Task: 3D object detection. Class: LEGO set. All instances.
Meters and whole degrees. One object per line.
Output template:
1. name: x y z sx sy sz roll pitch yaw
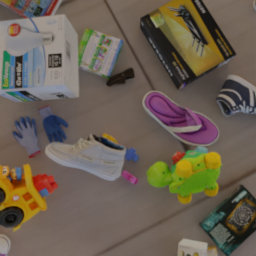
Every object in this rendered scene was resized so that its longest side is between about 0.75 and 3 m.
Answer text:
1. LEGO set: -0.464 0.748 8.658 2.333 0.957 0.890 34 83 4

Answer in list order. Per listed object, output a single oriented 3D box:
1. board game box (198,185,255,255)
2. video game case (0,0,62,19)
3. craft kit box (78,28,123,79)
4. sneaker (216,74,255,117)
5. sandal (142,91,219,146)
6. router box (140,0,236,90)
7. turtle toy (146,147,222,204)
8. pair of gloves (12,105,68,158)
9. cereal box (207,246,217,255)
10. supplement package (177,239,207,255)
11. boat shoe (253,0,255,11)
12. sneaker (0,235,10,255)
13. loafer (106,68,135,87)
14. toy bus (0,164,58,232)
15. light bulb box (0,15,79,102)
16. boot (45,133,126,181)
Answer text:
1. board game box: 3.307 2.865 8.726 1.872 0.264 1.266 -40 84 -5
2. video game case: -3.561 -4.851 9.248 2.773 0.242 1.983 29 83 -19
3. craft kit box: -1.020 -2.503 9.431 1.348 0.331 1.365 21 83 0
4. sneaker: 3.897 -0.650 8.913 2.257 0.791 1.224 34 79 11
5. sandal: 1.649 -0.257 8.932 2.722 0.669 1.108 28 84 3
6. router box: 1.914 -2.905 9.266 2.074 0.689 2.638 -30 83 -3
7. turtle toy: 1.696 1.331 8.362 2.268 1.653 1.146 -14 39 -6
8. pair of gloves: -2.844 0.086 9.141 1.740 0.198 1.399 -26 85 -2
9. cereal box: 2.464 4.148 8.596 0.635 0.174 0.882 -10 83 0
10. supplement package: 1.879 3.906 8.228 0.753 0.748 0.993 2 82 24
11. boat shoe: 5.175 -4.201 9.498 1.694 0.601 0.611 1 82 0
12. sneaker: -4.294 4.149 8.027 0.772 1.214 2.129 41 85 -8
13. loafer: -0.232 -1.615 9.263 1.049 0.383 0.374 -29 83 -4
14. toy bus: -3.087 1.715 8.103 1.815 1.283 1.891 -28 119 -10
15. light bulb box: -2.797 -2.058 8.649 2.241 1.398 2.221 -4 80 7
16. boot: -1.222 0.613 8.180 2.368 0.871 1.132 18 114 3
